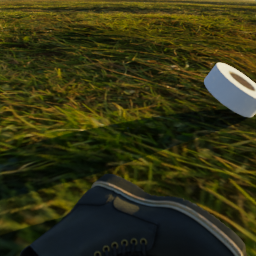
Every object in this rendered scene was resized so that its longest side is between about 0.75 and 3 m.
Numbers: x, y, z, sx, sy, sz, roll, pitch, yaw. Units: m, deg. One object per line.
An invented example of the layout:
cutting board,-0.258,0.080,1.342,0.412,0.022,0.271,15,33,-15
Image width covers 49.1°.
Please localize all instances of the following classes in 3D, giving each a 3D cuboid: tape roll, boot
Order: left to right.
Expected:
boot,-0.008,1.839,4.001,2.767,1.072,1.914,9,33,41
tape roll,3.298,-1.196,8.634,1.897,0.663,1.897,22,34,-16
